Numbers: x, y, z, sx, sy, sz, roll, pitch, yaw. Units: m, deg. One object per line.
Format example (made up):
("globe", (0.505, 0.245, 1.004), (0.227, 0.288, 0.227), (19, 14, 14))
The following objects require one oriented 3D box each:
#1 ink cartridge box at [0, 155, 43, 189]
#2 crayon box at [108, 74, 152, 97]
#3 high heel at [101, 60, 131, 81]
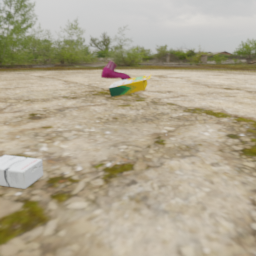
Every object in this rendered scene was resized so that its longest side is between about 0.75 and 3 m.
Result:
("ink cartridge box", (-3.047, 1.163, 7.527), (1.205, 0.505, 0.874), (4, 16, 15))
("crayon box", (0.157, -1.797, 11.881), (1.752, 0.452, 1.102), (-10, 19, 14))
("high heel", (-0.540, -2.404, 13.688), (1.947, 0.936, 0.656), (34, -4, -41))
